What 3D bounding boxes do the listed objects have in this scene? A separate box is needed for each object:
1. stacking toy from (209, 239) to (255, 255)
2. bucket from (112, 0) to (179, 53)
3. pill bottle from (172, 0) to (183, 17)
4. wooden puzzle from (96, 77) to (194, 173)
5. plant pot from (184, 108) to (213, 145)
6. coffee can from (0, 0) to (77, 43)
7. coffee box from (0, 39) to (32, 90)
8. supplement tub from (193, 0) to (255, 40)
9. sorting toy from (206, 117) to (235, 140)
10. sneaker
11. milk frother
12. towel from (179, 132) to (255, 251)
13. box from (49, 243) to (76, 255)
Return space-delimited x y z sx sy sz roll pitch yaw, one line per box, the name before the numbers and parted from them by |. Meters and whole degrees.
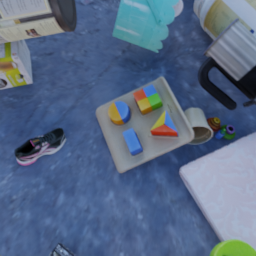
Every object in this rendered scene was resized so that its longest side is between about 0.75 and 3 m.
stacking toy | 1.586 3.646 5.390 2.556 1.193 2.824 -15 71 -24
bucket | 0.457 -3.259 7.733 1.398 2.148 2.148 15 63 -8
pill bottle | 1.122 -3.291 7.552 0.548 0.548 0.963 -1 25 -1
wooden puzzle | 0.304 -0.153 7.067 2.104 0.487 1.949 -27 66 8
plant pot | 1.735 -0.094 7.298 0.804 0.804 0.736 1 53 0
coffee can | -2.567 -2.934 6.526 2.305 1.687 1.687 -7 63 7
coffee box | -3.535 -1.974 7.916 1.232 1.244 1.246 -12 64 -5
supplement tub | 3.285 -3.169 8.187 1.841 1.841 2.549 -26 66 -12
sorting toy | 2.464 -0.005 7.327 0.880 0.361 0.529 21 57 -2
sneaker | -2.210 0.432 7.069 1.390 0.600 0.558 -37 70 -18
milk frother | 2.696 -1.425 6.426 1.862 1.979 1.786 44 86 4
towel | 2.879 1.499 6.643 2.539 0.409 2.425 -23 66 -11
box | -1.277 3.232 5.809 1.304 0.320 1.051 32 66 15
